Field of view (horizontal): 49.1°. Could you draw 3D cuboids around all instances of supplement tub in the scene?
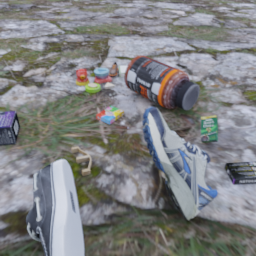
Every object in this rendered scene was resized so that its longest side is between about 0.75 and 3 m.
[{"bbox_3d":[1.277,-1.680,10.712,1.516,1.516,2.834,-28,45,-34],"label":"supplement tub"}]

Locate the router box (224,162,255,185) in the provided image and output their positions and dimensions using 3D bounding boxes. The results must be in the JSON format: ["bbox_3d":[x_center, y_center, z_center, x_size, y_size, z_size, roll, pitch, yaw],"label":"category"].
[{"bbox_3d":[3.192,1.226,7.657,0.887,0.226,0.661,-2,34,-3],"label":"router box"}]

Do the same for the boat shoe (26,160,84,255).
[{"bbox_3d":[-1.619,1.940,5.885,0.993,1.051,2.929,-20,46,0],"label":"boat shoe"}]

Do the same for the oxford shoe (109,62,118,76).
[{"bbox_3d":[-0.711,-2.812,13.400,0.390,0.399,1.095,2,34,4],"label":"oxford shoe"}]

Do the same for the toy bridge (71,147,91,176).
[{"bbox_3d":[-1.307,0.911,8.166,0.407,0.165,1.210,-11,36,-22],"label":"toy bridge"}]

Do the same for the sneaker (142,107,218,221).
[{"bbox_3d":[1.196,0.675,6.475,1.146,2.689,1.036,-26,6,-5],"label":"sneaker"}]

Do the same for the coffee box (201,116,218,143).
[{"bbox_3d":[2.529,0.039,8.739,0.512,0.183,0.832,-5,68,32],"label":"coffee box"}]

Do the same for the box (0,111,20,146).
[{"bbox_3d":[-4.273,0.038,8.976,1.334,0.696,0.987,-5,35,-9],"label":"box"}]

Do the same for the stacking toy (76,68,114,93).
[{"bbox_3d":[-1.424,-2.197,12.266,1.584,0.669,1.434,-17,37,-22],"label":"stacking toy"}]

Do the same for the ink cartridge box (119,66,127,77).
[{"bbox_3d":[0.148,-2.732,13.392,1.151,0.276,0.838,-3,35,-4],"label":"ink cartridge box"}]

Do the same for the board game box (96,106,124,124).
[{"bbox_3d":[-0.652,-0.476,10.199,0.638,0.168,0.834,22,40,29],"label":"board game box"}]
